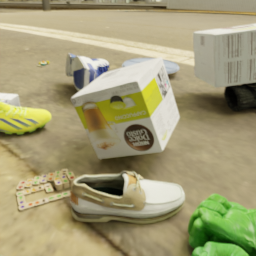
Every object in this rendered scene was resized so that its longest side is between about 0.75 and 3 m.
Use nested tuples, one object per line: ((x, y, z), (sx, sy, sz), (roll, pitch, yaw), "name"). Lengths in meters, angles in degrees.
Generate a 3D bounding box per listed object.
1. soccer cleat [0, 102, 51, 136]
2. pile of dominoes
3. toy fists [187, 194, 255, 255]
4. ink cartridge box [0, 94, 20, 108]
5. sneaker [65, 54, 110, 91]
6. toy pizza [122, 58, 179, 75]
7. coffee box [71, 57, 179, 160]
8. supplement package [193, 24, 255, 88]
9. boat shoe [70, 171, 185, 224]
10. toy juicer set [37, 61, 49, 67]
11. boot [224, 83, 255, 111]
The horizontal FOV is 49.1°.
((-3.429, -0.355, 7.829), (2.426, 1.015, 0.784), (-4, 28, -8), "soccer cleat")
((-1.703, 1.178, 5.787), (1.191, 0.190, 0.929), (-13, 30, -24), "pile of dominoes")
((1.401, 1.796, 4.009), (1.112, 0.750, 2.182), (6, 29, 12), "toy fists")
((-4.730, -0.763, 9.163), (1.976, 0.497, 1.076), (6, 28, 9), "ink cartridge box")
((-1.381, -2.246, 10.932), (1.653, 1.156, 2.862), (0, 24, -24), "sneaker")
((1.042, -2.778, 13.144), (2.665, 0.422, 2.665), (1, 27, -1), "toy pizza")
((0.044, -0.453, 6.701), (1.710, 1.694, 1.713), (-9, 24, 28), "coffee box")
((3.682, -2.545, 9.597), (2.308, 1.697, 2.207), (-8, 21, -2), "supplement package")
((0.021, 1.220, 5.108), (2.142, 0.732, 0.800), (-4, 28, -8), "boat shoe")
((-4.447, -3.342, 14.459), (0.484, 0.207, 0.761), (7, 29, 13), "toy juicer set")
((4.098, -1.308, 9.834), (1.676, 0.843, 2.241), (-5, 25, -4), "boot")
